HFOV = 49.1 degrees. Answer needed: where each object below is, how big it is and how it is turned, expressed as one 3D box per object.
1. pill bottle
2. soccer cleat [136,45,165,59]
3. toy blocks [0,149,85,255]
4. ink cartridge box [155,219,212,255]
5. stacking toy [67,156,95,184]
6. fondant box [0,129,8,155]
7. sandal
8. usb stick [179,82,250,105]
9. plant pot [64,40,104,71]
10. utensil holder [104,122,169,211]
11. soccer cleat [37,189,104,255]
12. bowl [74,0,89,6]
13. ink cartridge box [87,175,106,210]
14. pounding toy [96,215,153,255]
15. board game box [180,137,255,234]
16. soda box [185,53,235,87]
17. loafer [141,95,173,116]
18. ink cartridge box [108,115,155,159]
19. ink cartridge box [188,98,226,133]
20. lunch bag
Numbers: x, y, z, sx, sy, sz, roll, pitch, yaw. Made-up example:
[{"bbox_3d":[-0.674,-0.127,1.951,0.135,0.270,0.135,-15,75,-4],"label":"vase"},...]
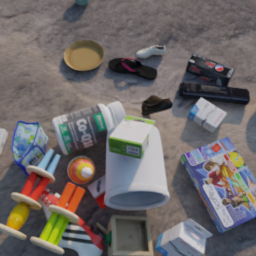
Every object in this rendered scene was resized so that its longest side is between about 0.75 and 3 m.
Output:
[{"bbox_3d":[-1.340,-0.050,10.175,2.483,1.404,1.404,-19,64,-11],"label":"pill bottle"},{"bbox_3d":[1.012,-3.439,12.516,1.336,0.518,0.463,-9,62,-4],"label":"soccer cleat"},{"bbox_3d":[-2.333,2.030,8.392,2.273,0.990,2.727,11,59,19],"label":"toy blocks"},{"bbox_3d":[1.604,3.345,8.173,0.891,1.537,0.521,36,41,-5],"label":"ink cartridge box"},{"bbox_3d":[-1.441,1.436,9.295,0.970,1.328,0.970,2,85,-21],"label":"stacking toy"},{"bbox_3d":[-5.331,0.474,10.515,1.296,0.378,0.935,6,62,2],"label":"fondant box"},{"bbox_3d":[0.213,-2.675,12.119,2.203,0.497,0.828,16,63,8],"label":"sandal"},{"bbox_3d":[3.517,-1.411,11.448,2.849,0.465,0.790,7,56,3],"label":"usb stick"},{"bbox_3d":[-1.955,-3.215,12.555,1.811,0.249,1.811,0,62,1],"label":"plant pot"},{"bbox_3d":[0.209,1.264,9.167,2.008,2.008,2.363,-3,59,-1],"label":"utensil holder"},{"bbox_3d":[-2.085,3.082,8.764,2.989,1.026,1.273,36,68,17],"label":"soccer cleat"},{"bbox_3d":[-2.351,-6.606,14.204,0.973,0.509,0.973,0,63,0],"label":"bowl"},{"bbox_3d":[-0.739,2.144,9.711,1.030,0.230,0.907,-32,66,-16],"label":"ink cartridge box"},{"bbox_3d":[-0.176,3.388,8.586,1.510,1.073,1.390,7,45,-12],"label":"pounding toy"},{"bbox_3d":[3.317,1.881,9.695,1.924,0.490,2.843,-19,64,-10],"label":"board game box"},{"bbox_3d":[3.449,-2.439,11.892,1.903,0.673,0.603,27,63,14],"label":"soda box"},{"bbox_3d":[0.935,-0.877,10.342,0.704,1.929,0.688,-15,91,-25],"label":"loafer"},{"bbox_3d":[0.156,0.235,8.405,1.019,0.522,1.379,12,35,19],"label":"ink cartridge box"},{"bbox_3d":[3.081,-0.487,10.959,1.166,0.488,0.846,35,67,17],"label":"ink cartridge box"},{"bbox_3d":[-3.462,0.746,9.824,1.007,1.343,1.580,6,62,4],"label":"lunch bag"}]
